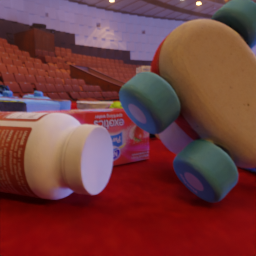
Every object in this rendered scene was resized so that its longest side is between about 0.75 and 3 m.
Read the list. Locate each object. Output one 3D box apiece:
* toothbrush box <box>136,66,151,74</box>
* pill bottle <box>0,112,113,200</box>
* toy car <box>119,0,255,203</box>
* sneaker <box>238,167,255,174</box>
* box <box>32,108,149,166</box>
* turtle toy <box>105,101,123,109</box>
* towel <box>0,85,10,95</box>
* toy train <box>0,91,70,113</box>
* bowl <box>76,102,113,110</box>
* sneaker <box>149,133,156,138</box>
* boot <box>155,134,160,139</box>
[{"bbox_3d":[1.283,-1.479,12.434,1.738,2.387,1.028,-1,6,-11],"label":"toothbrush box"},{"bbox_3d":[-1.091,0.303,3.240,1.715,0.962,0.962,3,7,23],"label":"pill bottle"},{"bbox_3d":[0.865,-0.254,3.901,1.930,1.852,2.094,-41,4,-19],"label":"toy car"},{"bbox_3d":[2.251,0.252,3.818,0.811,0.965,2.460,0,8,-14],"label":"sneaker"},{"bbox_3d":[-0.564,0.151,4.685,1.839,0.917,0.878,-5,8,-40],"label":"box"},{"bbox_3d":[-0.440,-0.607,11.272,1.323,0.918,1.816,0,7,-3],"label":"turtle toy"},{"bbox_3d":[-4.430,-0.618,7.171,2.698,1.507,0.655,10,32,-7],"label":"towel"},{"bbox_3d":[-2.332,-0.118,5.928,1.707,1.295,2.988,14,10,36],"label":"toy train"},{"bbox_3d":[-1.296,-0.873,13.886,2.315,0.865,2.319,-3,6,-23],"label":"bowl"},{"bbox_3d":[0.487,-0.096,7.172,0.444,0.531,1.169,-11,-20,18],"label":"sneaker"},{"bbox_3d":[1.798,0.055,6.375,2.354,0.828,1.685,9,7,17],"label":"boot"}]
